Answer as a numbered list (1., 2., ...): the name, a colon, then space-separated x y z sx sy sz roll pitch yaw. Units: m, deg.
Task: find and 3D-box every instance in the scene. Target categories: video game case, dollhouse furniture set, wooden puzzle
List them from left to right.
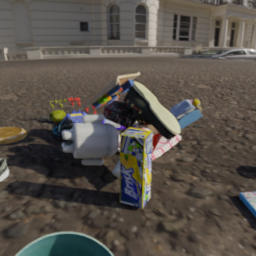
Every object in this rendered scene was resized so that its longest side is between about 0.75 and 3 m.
1. wooden puzzle: -0.598 -1.503 11.695 2.068 0.517 2.232 -34 2 30
2. dollhouse furniture set: 1.794 -1.028 12.672 2.424 1.582 2.289 -31 25 9
3. video game case: 4.584 2.281 7.949 2.223 0.198 1.591 -2 20 -5

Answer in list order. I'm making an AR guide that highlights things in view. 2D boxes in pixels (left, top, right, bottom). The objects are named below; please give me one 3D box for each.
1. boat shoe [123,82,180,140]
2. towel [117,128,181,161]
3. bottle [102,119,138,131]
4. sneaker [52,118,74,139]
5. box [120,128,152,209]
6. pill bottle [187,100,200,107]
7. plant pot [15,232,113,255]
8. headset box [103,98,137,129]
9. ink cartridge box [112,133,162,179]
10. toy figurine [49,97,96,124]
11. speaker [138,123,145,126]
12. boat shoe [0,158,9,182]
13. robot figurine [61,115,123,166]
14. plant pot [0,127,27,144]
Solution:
1. boat shoe: 0.744 -0.483 9.467 1.058 0.907 2.893 19 24 -41
2. towel: 0.850 0.580 12.309 2.084 0.426 2.848 13 24 32
3. bottle: -0.472 -0.212 14.201 1.938 0.633 0.810 -2 21 -5
4. sneaker: -2.680 0.255 12.896 0.997 0.891 2.433 -29 25 -25
5. box: 0.225 1.147 8.004 0.760 2.169 0.697 8 20 22
6. pill bottle: 4.231 -1.602 18.308 0.836 0.469 0.469 -3 20 -9
7. plant pot: -1.125 2.820 4.431 1.961 1.321 1.961 13 54 -18
8. headset box: -0.240 -0.579 10.623 1.347 0.505 1.001 23 36 18
9. ink cartridge box: 0.314 0.828 9.412 1.523 0.382 1.755 -28 27 58
10. toy figurine: -2.948 -0.712 14.760 2.539 1.339 1.521 -4 25 -8
11. speaker: 0.898 -0.725 15.518 0.709 0.709 1.746 5 21 13
12. boat shoe: -4.588 1.608 9.040 0.730 0.718 2.025 1 20 3
13. robot figurine: -1.285 0.470 10.338 2.283 1.936 1.289 -2 14 -17
14. plant pot: -5.838 0.304 13.346 1.904 0.262 1.904 1 20 0
